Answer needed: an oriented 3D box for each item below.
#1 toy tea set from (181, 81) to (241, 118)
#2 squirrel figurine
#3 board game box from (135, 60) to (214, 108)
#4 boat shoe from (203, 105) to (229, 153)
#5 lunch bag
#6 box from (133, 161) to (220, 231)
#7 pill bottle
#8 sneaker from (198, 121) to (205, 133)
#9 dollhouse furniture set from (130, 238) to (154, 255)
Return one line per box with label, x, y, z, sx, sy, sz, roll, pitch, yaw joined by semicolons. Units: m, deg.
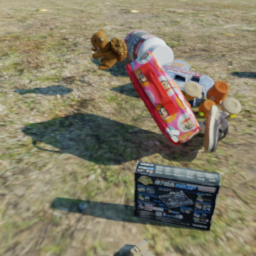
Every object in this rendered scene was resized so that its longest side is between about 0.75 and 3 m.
toy tea set;2.845;-0.936;10.824;2.732;1.011;1.624;-3;61;-10
squirrel figurine;-0.774;-3.200;11.051;1.492;1.392;1.056;-6;49;11
board game box;2.267;-2.163;12.505;2.845;0.877;2.843;21;38;30
boat shoe;2.764;0.022;8.670;0.697;0.774;2.152;15;35;10
lunch bag;1.052;-0.860;8.248;1.118;2.404;2.729;-32;74;11
box;1.006;1.509;6.149;1.777;1.413;0.409;6;33;12
pill bottle;1.007;-3.984;14.633;1.702;1.702;2.938;-14;34;-21
sneaker;2.477;-0.055;9.575;1.066;0.377;0.389;11;32;13
dollhouse furniture set;0.510;2.547;5.367;0.419;0.491;0.947;-27;41;-34
